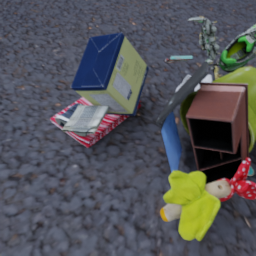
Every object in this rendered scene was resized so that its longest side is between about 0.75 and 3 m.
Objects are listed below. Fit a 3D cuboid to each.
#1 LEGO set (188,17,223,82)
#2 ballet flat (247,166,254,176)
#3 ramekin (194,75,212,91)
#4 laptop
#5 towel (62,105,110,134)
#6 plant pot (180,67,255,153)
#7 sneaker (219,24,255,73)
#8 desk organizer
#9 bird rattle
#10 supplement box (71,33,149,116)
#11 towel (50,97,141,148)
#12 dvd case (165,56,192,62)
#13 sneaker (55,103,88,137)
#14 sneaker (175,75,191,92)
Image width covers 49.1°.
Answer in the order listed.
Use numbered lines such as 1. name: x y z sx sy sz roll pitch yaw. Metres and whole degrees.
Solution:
1. LEGO set: 2.691 -2.542 8.866 0.732 2.584 1.678 -8 73 32
2. ballet flat: 3.235 1.085 7.877 0.281 0.281 0.809 -17 41 -16
3. ramekin: 2.553 -1.158 9.487 0.575 1.234 1.234 -5 44 14
4. laptop: 1.551 -0.228 6.899 1.349 2.328 2.179 42 24 -2
5. towel: -1.173 -0.272 7.748 1.066 0.191 1.107 4 46 23
6. plant pot: 3.047 -0.633 8.055 2.236 2.236 2.153 35 61 29
7. sneaker: 4.091 -2.743 8.859 1.024 2.624 1.118 53 17 11
8. desk organizer: 2.191 0.408 6.603 1.029 2.870 1.105 8 50 31
9. bird rattle: 1.598 1.370 5.838 2.231 1.819 1.257 -15 68 -36
10. supplement box: -0.442 -1.466 8.108 1.153 1.715 1.717 5 69 34
11. towel: -1.044 -0.577 9.505 1.902 0.296 2.630 31 54 28
12. dvd case: 1.620 -2.233 9.102 0.689 0.104 0.944 -2 7 -3
13. sneaker: -1.516 -0.296 8.794 1.333 0.507 0.963 26 51 30
14. sneaker: 2.013 -1.356 9.818 0.436 0.398 1.064 31 88 32
